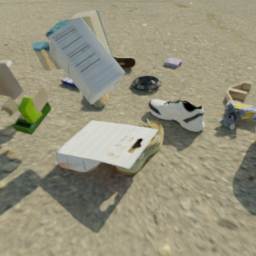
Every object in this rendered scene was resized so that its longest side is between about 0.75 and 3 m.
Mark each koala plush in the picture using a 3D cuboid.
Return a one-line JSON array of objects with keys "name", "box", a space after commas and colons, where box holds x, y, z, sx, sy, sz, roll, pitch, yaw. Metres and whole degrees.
[{"name": "koala plush", "box": [3.629, -0.318, 9.946, 0.690, 0.716, 0.779, 31, 66, 20]}]

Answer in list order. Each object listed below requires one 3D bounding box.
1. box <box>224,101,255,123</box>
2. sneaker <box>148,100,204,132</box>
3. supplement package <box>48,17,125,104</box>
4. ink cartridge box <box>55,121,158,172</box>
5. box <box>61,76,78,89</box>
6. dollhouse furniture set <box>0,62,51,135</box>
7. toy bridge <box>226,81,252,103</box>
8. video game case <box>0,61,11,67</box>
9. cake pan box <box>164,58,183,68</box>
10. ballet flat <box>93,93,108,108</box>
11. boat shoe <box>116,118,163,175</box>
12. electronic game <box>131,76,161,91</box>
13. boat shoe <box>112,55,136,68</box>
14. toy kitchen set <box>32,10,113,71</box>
[{"name": "box", "box": [4.307, -0.592, 10.389, 1.338, 0.430, 0.469, 18, 39, 22]}, {"name": "sneaker", "box": [1.750, -0.702, 10.143, 2.306, 0.922, 0.850, 23, 42, 31]}, {"name": "supplement package", "box": [-1.002, -1.549, 6.633, 0.904, 0.939, 1.650, -39, 92, -17]}, {"name": "ink cartridge box", "box": [-0.571, 0.585, 8.265, 2.440, 0.612, 1.979, 10, 35, 27]}, {"name": "box", "box": [-2.335, -2.086, 12.743, 1.234, 0.200, 0.748, 19, 39, 28]}, {"name": "dollhouse furniture set", "box": [-2.132, -0.745, 5.211, 1.009, 2.018, 0.779, 13, 58, 20]}, {"name": "toy bridge", "box": [4.540, -1.431, 11.701, 0.779, 0.315, 2.316, 18, 39, 24]}, {"name": "video game case", "box": [-5.953, -2.492, 12.010, 1.425, 0.172, 1.563, -1, 37, 0]}, {"name": "cake pan box", "box": [2.379, -3.418, 14.672, 0.808, 0.211, 0.744, 17, 40, 23]}, {"name": "ballet flat", "box": [-1.252, -1.650, 11.657, 0.782, 0.724, 2.217, -7, 35, -8]}, {"name": "boat shoe", "box": [0.452, 0.410, 8.614, 0.927, 0.793, 2.529, 15, 37, 20]}, {"name": "electronic game", "box": [0.817, -2.000, 12.546, 1.338, 0.278, 1.338, -2, 34, 2]}, {"name": "boat shoe", "box": [-0.630, -3.350, 14.243, 2.002, 0.740, 0.741, 6, 22, -3]}, {"name": "toy kitchen set", "box": [-1.761, -3.274, 9.527, 2.798, 1.648, 2.241, 2, 44, 24]}]
